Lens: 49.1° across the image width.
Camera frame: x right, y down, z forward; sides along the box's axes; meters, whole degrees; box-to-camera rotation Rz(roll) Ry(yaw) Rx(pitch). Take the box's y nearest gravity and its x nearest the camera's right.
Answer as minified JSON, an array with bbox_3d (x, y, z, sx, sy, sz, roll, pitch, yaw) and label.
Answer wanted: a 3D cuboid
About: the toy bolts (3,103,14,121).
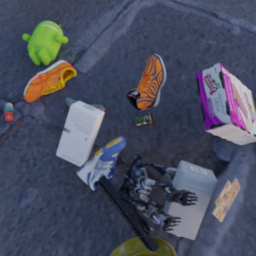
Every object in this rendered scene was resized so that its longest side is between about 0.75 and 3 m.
[{"bbox_3d":[-5.034,-0.762,11.015,1.011,0.966,0.701,1,54,-20],"label":"toy bolts"}]

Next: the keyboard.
[{"bbox_3d":[-0.027,2.420,7.954,0.262,1.619,2.548,-35,78,-24],"label":"keyboard"}]

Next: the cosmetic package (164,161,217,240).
[{"bbox_3d":[1.729,2.132,8.238,1.061,0.895,1.986,19,105,1],"label":"cosmetic package"}]

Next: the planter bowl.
[{"bbox_3d":[0.434,4.250,7.865,2.239,0.932,2.239,-17,27,9],"label":"planter bowl"}]

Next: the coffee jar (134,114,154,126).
[{"bbox_3d":[0.648,-0.328,11.006,0.758,0.323,0.395,-9,58,-1],"label":"coffee jar"}]

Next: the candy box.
[{"bbox_3d":[3.486,-0.661,9.521,0.909,2.979,2.031,-18,68,36],"label":"candy box"}]

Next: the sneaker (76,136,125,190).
[{"bbox_3d":[-0.701,1.201,9.297,1.043,2.366,0.891,51,36,6],"label":"sneaker"}]

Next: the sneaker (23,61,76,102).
[{"bbox_3d":[-3.217,-1.878,11.554,0.954,0.903,2.474,39,69,19],"label":"sneaker"}]

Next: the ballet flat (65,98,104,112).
[{"bbox_3d":[-1.801,-0.736,11.182,1.679,0.569,0.632,14,86,6],"label":"ballet flat"}]

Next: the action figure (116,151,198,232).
[{"bbox_3d":[0.711,1.870,8.459,1.521,2.981,1.771,28,92,-28],"label":"action figure"}]

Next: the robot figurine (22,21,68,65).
[{"bbox_3d":[-3.636,-3.791,12.392,1.857,1.224,2.116,4,61,17],"label":"robot figurine"}]

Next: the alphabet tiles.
[{"bbox_3d":[2.592,1.866,7.382,0.051,1.349,1.128,27,78,37],"label":"alphabet tiles"}]

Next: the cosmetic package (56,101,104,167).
[{"bbox_3d":[-1.543,0.198,8.936,0.954,1.877,0.695,24,21,8],"label":"cosmetic package"}]

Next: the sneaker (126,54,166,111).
[{"bbox_3d":[0.603,-1.468,9.803,1.183,2.112,0.819,-24,43,-32],"label":"sneaker"}]
